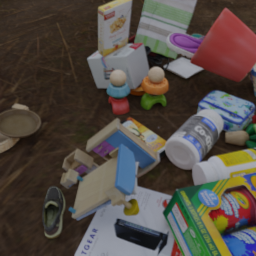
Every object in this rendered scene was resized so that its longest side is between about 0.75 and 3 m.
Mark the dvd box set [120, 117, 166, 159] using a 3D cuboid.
[{"bbox_3d":[0.197,0.455,8.632,1.358,0.273,1.856,-31,49,-30],"label":"dvd box set"}]

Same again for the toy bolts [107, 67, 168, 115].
[{"bbox_3d":[0.188,-1.634,10.146,2.144,1.487,2.048,-15,43,-17],"label":"toy bolts"}]

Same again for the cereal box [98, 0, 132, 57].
[{"bbox_3d":[-0.477,-3.478,9.700,1.276,1.773,0.350,-37,65,-28],"label":"cereal box"}]

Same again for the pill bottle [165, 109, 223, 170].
[{"bbox_3d":[1.998,0.275,8.228,1.066,1.066,1.874,27,48,28],"label":"pill bottle"}]

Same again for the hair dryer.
[{"bbox_3d":[0.609,-3.414,12.933,2.108,0.752,2.767,-5,55,-9],"label":"hair dryer"}]

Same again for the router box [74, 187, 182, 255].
[{"bbox_3d":[0.213,2.438,6.063,2.124,0.578,2.367,13,42,14],"label":"router box"}]

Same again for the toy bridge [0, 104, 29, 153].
[{"bbox_3d":[-3.971,0.262,8.762,0.983,0.398,2.925,13,41,13],"label":"toy bridge"}]

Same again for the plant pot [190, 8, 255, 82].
[{"bbox_3d":[3.655,-2.823,10.182,1.939,2.192,2.192,34,47,3],"label":"plant pot"}]

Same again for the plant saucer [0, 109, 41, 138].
[{"bbox_3d":[-3.466,-0.127,8.843,1.363,0.201,1.363,9,39,-8],"label":"plant saucer"}]

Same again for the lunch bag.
[{"bbox_3d":[3.296,-0.553,9.522,1.351,0.693,1.681,-35,50,-30],"label":"lunch bag"}]

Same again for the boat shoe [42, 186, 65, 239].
[{"bbox_3d":[-1.807,1.930,6.756,0.499,0.459,1.397,-5,41,-6],"label":"boat shoe"}]

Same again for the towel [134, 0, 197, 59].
[{"bbox_3d":[1.510,-4.483,11.703,2.067,2.771,0.425,19,25,5],"label":"towel"}]

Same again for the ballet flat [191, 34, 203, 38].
[{"bbox_3d":[3.891,-4.560,14.520,1.295,0.437,0.404,20,16,17],"label":"ballet flat"}]

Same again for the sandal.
[{"bbox_3d":[2.889,-2.981,10.245,2.953,0.726,1.202,8,63,-3],"label":"sandal"}]

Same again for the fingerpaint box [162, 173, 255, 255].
[{"bbox_3d":[2.349,2.351,5.292,2.334,1.026,2.798,-6,48,-22],"label":"fingerpaint box"}]

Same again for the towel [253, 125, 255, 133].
[{"bbox_3d":[4.846,0.823,7.447,2.027,0.417,2.717,-12,62,-14],"label":"towel"}]

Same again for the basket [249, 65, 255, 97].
[{"bbox_3d":[5.433,-2.376,10.275,1.697,2.440,2.152,15,42,21],"label":"basket"}]

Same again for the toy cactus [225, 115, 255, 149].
[{"bbox_3d":[3.818,0.288,8.459,1.658,1.028,2.010,1,48,16],"label":"toy cactus"}]

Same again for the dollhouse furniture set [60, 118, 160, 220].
[{"bbox_3d":[-0.413,1.402,6.408,2.240,1.548,2.372,-36,28,26],"label":"dollhouse furniture set"}]

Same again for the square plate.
[{"bbox_3d":[2.455,-2.611,12.300,1.345,0.191,1.332,-30,48,-31],"label":"square plate"}]

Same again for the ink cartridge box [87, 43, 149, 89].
[{"bbox_3d":[-0.355,-2.378,10.826,1.834,1.327,1.333,7,40,33],"label":"ink cartridge box"}]

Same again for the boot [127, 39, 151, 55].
[{"bbox_3d":[-0.022,-3.599,11.350,1.475,1.790,0.587,-28,26,-3],"label":"boot"}]

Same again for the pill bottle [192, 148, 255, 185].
[{"bbox_3d":[2.665,1.167,7.207,1.806,1.032,1.032,-9,41,-10],"label":"pill bottle"}]
